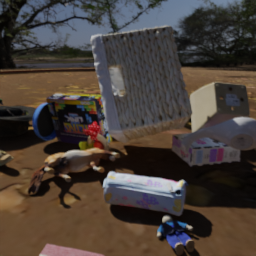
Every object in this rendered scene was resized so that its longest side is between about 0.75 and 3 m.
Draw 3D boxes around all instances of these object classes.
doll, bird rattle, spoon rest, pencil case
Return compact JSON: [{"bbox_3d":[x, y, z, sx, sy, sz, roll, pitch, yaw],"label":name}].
[{"bbox_3d":[0.885,1.945,5.219,0.694,0.247,1.017,-12,12,-11],"label":"doll"},{"bbox_3d":[-1.004,0.427,8.879,0.957,1.174,0.661,33,34,3],"label":"bird rattle"},{"bbox_3d":[2.570,0.243,7.684,2.164,1.075,0.656,-10,35,24],"label":"spoon rest"},{"bbox_3d":[0.366,1.414,6.096,1.787,0.743,0.810,4,-11,17],"label":"pencil case"}]

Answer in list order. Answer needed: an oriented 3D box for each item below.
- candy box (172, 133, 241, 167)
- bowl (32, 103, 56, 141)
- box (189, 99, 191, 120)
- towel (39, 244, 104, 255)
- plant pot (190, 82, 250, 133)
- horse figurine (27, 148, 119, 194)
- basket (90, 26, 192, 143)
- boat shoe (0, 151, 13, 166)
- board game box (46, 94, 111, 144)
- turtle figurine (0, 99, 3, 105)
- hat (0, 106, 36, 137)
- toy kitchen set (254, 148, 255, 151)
[{"bbox_3d":[2.468,0.630,9.018,1.713,0.613,1.437,-4,17,-15],"label":"candy box"},{"bbox_3d":[-2.920,-0.231,10.180,0.273,1.390,1.390,6,17,25],"label":"bowl"},{"bbox_3d":[3.135,-0.964,14.446,2.872,0.625,2.301,0,16,0],"label":"box"},{"bbox_3d":[-1.041,2.335,4.073,1.069,0.169,1.483,6,19,11],"label":"towel"},{"bbox_3d":[3.399,-0.718,10.159,1.777,1.779,1.575,5,-22,-7],"label":"plant pot"},{"bbox_3d":[-1.440,0.990,7.596,2.654,0.663,1.759,-13,9,-23],"label":"horse figurine"},{"bbox_3d":[0.441,-1.241,8.883,2.406,2.965,2.992,-12,-8,5],"label":"basket"},{"bbox_3d":[-3.771,0.870,8.225,1.096,0.364,0.406,-8,22,39],"label":"boat shoe"},{"bbox_3d":[-1.733,-0.281,9.824,2.105,1.740,0.597,5,27,29],"label":"board game box"},{"bbox_3d":[-5.356,-0.742,12.554,1.742,1.293,1.797,5,21,-2],"label":"turtle figurine"},{"bbox_3d":[-4.802,-0.221,11.267,2.555,1.031,2.555,8,17,-3],"label":"hat"},{"bbox_3d":[5.129,0.501,9.851,0.844,1.148,1.433,13,57,39],"label":"toy kitchen set"}]
